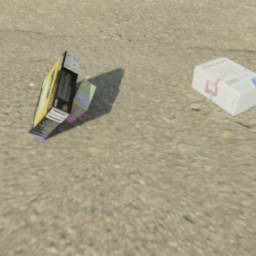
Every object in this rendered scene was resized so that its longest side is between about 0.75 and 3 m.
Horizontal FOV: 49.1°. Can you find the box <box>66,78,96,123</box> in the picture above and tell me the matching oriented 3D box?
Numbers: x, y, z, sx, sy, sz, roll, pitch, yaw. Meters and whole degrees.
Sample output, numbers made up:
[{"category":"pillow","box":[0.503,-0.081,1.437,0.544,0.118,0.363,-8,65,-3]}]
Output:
[{"category":"box","box":[-1.783,-0.957,9.809,0.572,1.041,1.184,37,45,-25]}]

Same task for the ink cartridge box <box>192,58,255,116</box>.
[{"category":"ink cartridge box","box":[4.060,-1.765,11.327,1.766,1.034,2.444,-21,46,-23]}]

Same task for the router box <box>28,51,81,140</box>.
[{"category":"router box","box":[-2.460,-1.077,9.427,0.643,1.936,2.462,24,49,-29]}]
